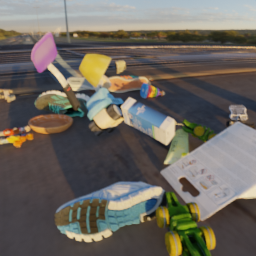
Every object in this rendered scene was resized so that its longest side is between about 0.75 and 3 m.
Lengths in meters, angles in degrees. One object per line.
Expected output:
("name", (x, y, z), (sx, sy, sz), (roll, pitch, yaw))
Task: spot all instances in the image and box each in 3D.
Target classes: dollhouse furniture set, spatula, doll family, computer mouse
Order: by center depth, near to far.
("spatula", (-1.913, -1.353, 7.909), (0.297, 2.890, 0.817), (25, 66, 27))
("doll family", (-4.093, 0.344, 10.336), (0.988, 0.717, 1.592), (-7, 4, 2))
("computer mouse", (4.915, -0.453, 12.432), (1.131, 0.452, 2.062), (2, 27, 17))
("dollhouse furniture set", (-6.914, -1.817, 15.606), (1.073, 0.556, 0.475), (8, 22, 20))

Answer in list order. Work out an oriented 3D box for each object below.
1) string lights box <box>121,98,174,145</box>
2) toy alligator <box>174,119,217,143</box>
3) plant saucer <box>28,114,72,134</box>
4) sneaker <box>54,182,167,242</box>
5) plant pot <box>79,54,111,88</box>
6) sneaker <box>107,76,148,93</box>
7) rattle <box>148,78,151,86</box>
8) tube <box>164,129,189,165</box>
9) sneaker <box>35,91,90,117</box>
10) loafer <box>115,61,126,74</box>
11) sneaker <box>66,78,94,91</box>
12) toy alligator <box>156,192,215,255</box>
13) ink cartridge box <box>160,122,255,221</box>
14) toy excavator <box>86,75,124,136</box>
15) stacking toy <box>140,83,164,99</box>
("string lights box", (0.629, -0.215, 9.027), (1.727, 0.887, 0.509), (30, 65, 25))
("toy alligator", (2.456, 0.060, 10.002), (2.134, 0.513, 0.707), (30, -7, 4))
("plant saucer", (-3.231, -0.157, 11.741), (1.783, 0.334, 1.783), (1, 21, 0))
("sneaker", (-0.444, 1.777, 6.464), (2.598, 0.974, 1.126), (-4, 13, -28))
("plant pot", (-1.208, -2.095, 9.734), (0.824, 1.161, 1.161), (27, 20, -10))
("sneaker", (-0.205, -2.743, 17.505), (2.797, 0.998, 1.117), (-3, 13, -12))
("rattle", (1.135, -2.719, 17.430), (0.602, 0.843, 0.549), (10, 60, 0))
("tube", (1.746, 0.698, 9.486), (0.609, 0.545, 2.101), (-37, 11, 27))
("sneaker", (-3.069, -1.005, 12.975), (2.644, 1.026, 1.206), (0, 39, 3))
("loafer", (-0.304, -2.425, 11.159), (0.399, 0.442, 1.167), (-12, 6, -2))
("sneaker", (-2.159, -2.050, 13.254), (1.698, 0.620, 0.601), (2, -22, -32))
("toy alligator", (1.195, 2.294, 5.386), (0.891, 0.646, 2.688), (-5, 27, -8))
("ink cartridge box", (2.720, 1.183, 7.748), (2.969, 0.847, 2.413), (-36, 28, -3))
("toy excavator", (-0.960, -1.149, 11.069), (1.255, 2.512, 2.442), (-38, -11, 24))
("stacking toy", (1.491, -2.054, 16.181), (1.417, 0.823, 0.778), (6, 16, -22))
